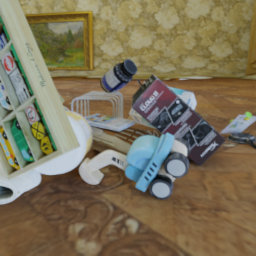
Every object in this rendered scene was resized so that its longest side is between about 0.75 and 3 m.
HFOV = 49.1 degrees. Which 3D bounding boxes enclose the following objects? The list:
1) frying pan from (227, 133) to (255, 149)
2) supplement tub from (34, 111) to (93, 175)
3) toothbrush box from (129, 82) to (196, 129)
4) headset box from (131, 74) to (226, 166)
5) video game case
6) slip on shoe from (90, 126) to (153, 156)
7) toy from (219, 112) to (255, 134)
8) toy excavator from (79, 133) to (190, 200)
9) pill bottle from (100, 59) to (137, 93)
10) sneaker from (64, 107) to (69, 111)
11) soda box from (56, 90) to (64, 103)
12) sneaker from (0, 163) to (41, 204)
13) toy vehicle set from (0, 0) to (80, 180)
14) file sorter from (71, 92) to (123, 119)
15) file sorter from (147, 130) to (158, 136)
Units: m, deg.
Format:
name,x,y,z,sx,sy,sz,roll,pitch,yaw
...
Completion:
name,x,y,z,sx,sy,sz,roll,pitch,yaw
frying pan,3.841,0.408,9.360,0.944,0.254,1.560,3,11,15
supplement tub,-1.585,0.304,6.558,1.351,1.351,1.859,0,6,0
toothbrush box,1.262,-0.707,10.191,1.978,1.448,0.844,19,-15,30
headset box,1.209,-0.414,7.982,2.690,1.039,2.002,41,11,-7
video game case,-0.606,-0.173,8.088,1.337,0.120,0.957,12,19,26
slip on shoe,-0.257,0.474,7.730,1.087,0.866,2.860,-15,24,-42
toy,3.794,-0.172,9.683,0.748,0.307,1.300,5,-26,-12
toy excavator,0.107,0.729,6.004,1.940,1.886,0.969,29,27,3
pill bottle,-0.355,-1.968,10.774,0.836,0.836,1.495,-15,-12,-46
sneaker,-2.565,-0.010,10.008,0.814,0.858,2.131,40,21,-23
soda box,-3.217,-0.547,9.489,2.094,0.670,0.709,-31,16,14
sneaker,-2.911,1.060,5.795,1.842,0.679,1.065,4,12,11
toy vehicle set,-2.120,-0.691,5.002,1.848,2.974,0.394,-26,-4,37
file sorter,-1.073,-0.556,10.641,1.620,1.453,2.334,2,14,6
file sorter,0.458,0.402,8.644,0.904,0.563,0.627,-1,15,-8
